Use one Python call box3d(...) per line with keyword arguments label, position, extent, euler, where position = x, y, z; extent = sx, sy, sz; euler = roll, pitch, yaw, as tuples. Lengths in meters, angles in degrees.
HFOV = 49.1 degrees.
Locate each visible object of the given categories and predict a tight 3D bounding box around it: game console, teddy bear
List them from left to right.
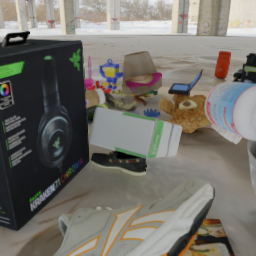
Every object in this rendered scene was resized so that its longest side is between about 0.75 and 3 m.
box3d(label="game console", position=(1.804, -1.456, 8.753), extent=(0.932, 0.642, 1.081), euler=(8, 25, 17))
box3d(label="teddy bear", position=(1.861, -0.686, 8.522), extent=(1.712, 0.788, 2.362), euler=(26, 30, 23))

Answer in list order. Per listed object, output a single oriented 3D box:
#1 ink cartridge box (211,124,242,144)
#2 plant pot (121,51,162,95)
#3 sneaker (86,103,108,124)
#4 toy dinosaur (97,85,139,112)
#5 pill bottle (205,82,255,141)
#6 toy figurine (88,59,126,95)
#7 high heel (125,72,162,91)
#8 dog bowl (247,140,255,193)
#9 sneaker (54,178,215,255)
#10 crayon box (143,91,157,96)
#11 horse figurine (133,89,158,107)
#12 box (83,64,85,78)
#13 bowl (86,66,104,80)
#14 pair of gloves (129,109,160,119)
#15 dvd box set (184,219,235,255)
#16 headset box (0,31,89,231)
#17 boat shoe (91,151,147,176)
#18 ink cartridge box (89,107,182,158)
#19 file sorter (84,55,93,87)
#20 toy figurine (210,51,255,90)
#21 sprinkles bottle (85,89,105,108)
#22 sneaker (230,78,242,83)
box3d(label="ink cartridge box", position=(2.689, -0.027, 7.451), extent=(0.324, 0.563, 0.961), euler=(28, 14, -20))
box3d(label="plant pot", position=(0.431, -2.143, 10.653), extent=(1.582, 1.373, 1.582), euler=(-10, 19, 3))
box3d(label="sneaker", position=(-1.436, -0.444, 8.510), extent=(1.718, 0.635, 0.695), euler=(-6, 26, -11))
box3d(label="toy dinosaur", position=(-0.662, -0.960, 9.441), extent=(2.091, 0.496, 0.922), euler=(18, -14, 35))
box3d(label="pill bottle", position=(2.363, -0.339, 5.488), extent=(1.049, 1.049, 1.930), euler=(-3, 12, -8))
box3d(label="toy figurine", position=(-0.662, -2.248, 11.881), extent=(2.217, 1.328, 1.170), euler=(11, 26, 30))
box3d(label="high heel", position=(0.542, -1.700, 9.710), extent=(1.267, 0.609, 0.427), euler=(-27, 59, 7))
box3d(label="dog bowl", position=(3.612, 0.845, 4.926), extent=(2.929, 0.859, 2.929), euler=(-1, 20, 0))
box3d(label="sneaker", position=(-0.081, 1.221, 3.248), extent=(1.285, 1.057, 2.793), euler=(34, 44, 30))
box3d(label="crayon box", position=(0.557, -1.476, 11.397), extent=(1.088, 0.276, 0.691), euler=(-10, 24, -18))
box3d(label="horse figurine", position=(0.567, -1.380, 10.638), extent=(1.027, 0.387, 1.550), euler=(2, 36, 19))
box3d(label="box", position=(-2.806, -2.816, 14.130), extent=(1.078, 0.708, 1.084), euler=(2, 22, 5))
box3d(label="bowl", position=(-1.516, -2.768, 14.234), extent=(1.203, 0.540, 1.203), euler=(0, 23, 0))
box3d(label="pair of gloves", position=(0.435, -0.446, 9.115), extent=(1.209, 0.138, 0.972), euler=(4, 22, 7))
box3d(label="dvd box set", position=(0.815, 1.634, 3.984), extent=(1.199, 0.176, 0.877), euler=(1, 22, 2))
box3d(label="headset box", position=(-1.863, -0.222, 4.993), extent=(1.320, 2.845, 2.477), euler=(8, 23, 19))
box3d(label="boat shoe", position=(-0.217, 0.667, 5.975), extent=(1.330, 0.417, 0.487), euler=(7, 15, 30))
box3d(label="ink cartridge box", position=(0.255, 0.133, 6.054), extent=(1.335, 0.769, 1.829), euler=(12, 1, 27))
box3d(label="file sorter", position=(-2.688, -2.595, 12.679), extent=(2.070, 1.298, 1.438), euler=(-2, 19, -4))
box3d(label="toy figurine", position=(4.759, -1.930, 10.837), extent=(2.519, 1.780, 2.559), euler=(-3, 20, -22))
box3d(label="sprinkles bottle", position=(-1.354, -0.757, 8.162), extent=(1.335, 0.455, 0.455), euler=(-20, 29, -24))
box3d(label="sneaker", position=(3.524, -1.075, 9.155), extent=(0.728, 0.844, 1.926), euler=(32, 29, -16))
